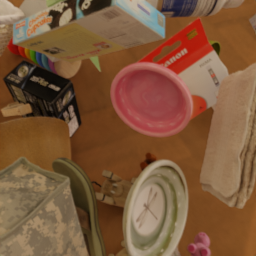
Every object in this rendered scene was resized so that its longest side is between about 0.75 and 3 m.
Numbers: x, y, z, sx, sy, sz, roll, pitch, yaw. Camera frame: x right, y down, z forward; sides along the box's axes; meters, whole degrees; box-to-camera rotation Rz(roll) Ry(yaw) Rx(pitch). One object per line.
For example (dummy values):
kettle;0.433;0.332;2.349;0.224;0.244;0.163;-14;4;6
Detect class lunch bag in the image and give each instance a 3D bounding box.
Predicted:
lunch bag;-1.600;1.664;3.392;1.201;1.675;2.043;14;37;31

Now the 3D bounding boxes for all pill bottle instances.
pill bottle;1.567;-3.454;6.852;2.463;1.367;1.367;-6;56;-9

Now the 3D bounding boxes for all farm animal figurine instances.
farm animal figurine;0.523;2.230;6.607;2.295;1.429;2.842;-23;61;9

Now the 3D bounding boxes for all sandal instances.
sandal;-1.015;1.653;5.236;0.655;0.911;2.296;-9;78;-42

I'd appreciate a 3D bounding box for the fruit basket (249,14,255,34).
fruit basket;3.298;-2.069;6.429;0.641;1.266;1.367;-32;92;1

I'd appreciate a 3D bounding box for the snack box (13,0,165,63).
snack box;-0.885;-2.083;5.996;2.905;1.688;0.539;-3;84;35

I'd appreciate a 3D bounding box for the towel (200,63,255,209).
towel;1.735;0.090;4.719;0.388;1.492;2.251;12;89;-4

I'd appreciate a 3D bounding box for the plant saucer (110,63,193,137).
plant saucer;0.406;-0.487;4.750;1.422;1.422;0.361;20;45;13

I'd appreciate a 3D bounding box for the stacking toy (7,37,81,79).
stacking toy;-3.171;-2.761;10.128;2.927;1.249;1.249;22;58;22

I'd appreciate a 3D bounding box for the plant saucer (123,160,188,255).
plant saucer;0.389;1.341;4.528;0.423;1.685;1.685;3;49;42

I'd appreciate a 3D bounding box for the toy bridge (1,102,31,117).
toy bridge;-2.847;-0.448;6.955;0.546;0.221;1.625;-22;17;-27

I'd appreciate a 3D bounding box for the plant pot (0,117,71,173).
plant pot;-2.321;1.293;6.874;2.241;2.241;2.404;-14;73;-9

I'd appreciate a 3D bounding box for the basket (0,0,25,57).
basket;-3.945;-2.665;6.833;1.872;1.505;1.855;35;24;-8

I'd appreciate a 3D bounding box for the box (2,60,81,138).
box;-2.360;-0.693;8.064;1.651;2.017;0.868;24;60;16

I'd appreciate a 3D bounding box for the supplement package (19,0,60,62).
supplement package;-2.292;-2.882;8.114;1.650;0.964;0.968;47;25;-6

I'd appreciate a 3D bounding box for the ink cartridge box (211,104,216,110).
ink cartridge box;3.661;-0.678;8.864;1.606;0.677;1.163;-17;58;-11

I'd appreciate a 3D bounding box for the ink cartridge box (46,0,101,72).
ink cartridge box;-1.296;-3.096;7.876;0.626;2.612;1.901;-22;57;16

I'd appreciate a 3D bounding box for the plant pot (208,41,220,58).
plant pot;2.483;-2.667;10.041;1.179;1.179;1.135;-39;53;-23

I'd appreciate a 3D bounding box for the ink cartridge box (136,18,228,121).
ink cartridge box;1.160;-0.935;5.649;1.613;1.989;0.499;-34;53;11
